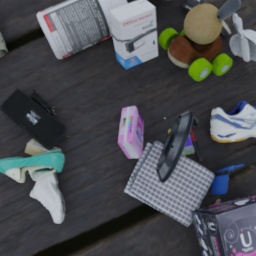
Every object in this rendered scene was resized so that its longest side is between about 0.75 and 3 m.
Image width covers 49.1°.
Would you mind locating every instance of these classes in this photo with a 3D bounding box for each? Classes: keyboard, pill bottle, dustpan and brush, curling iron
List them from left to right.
[{"bbox_3d":[-3.012,-0.365,9.324,2.402,0.476,1.250,38,78,13],"label":"keyboard"},{"bbox_3d":[-1.402,-3.527,9.256,2.764,1.574,1.574,-25,82,-5],"label":"pill bottle"},{"bbox_3d":[2.255,0.355,9.305,0.372,0.192,1.501,-14,81,43],"label":"curling iron"},{"bbox_3d":[3.631,-2.713,8.663,0.613,2.141,1.494,-41,42,-9],"label":"dustpan and brush"}]

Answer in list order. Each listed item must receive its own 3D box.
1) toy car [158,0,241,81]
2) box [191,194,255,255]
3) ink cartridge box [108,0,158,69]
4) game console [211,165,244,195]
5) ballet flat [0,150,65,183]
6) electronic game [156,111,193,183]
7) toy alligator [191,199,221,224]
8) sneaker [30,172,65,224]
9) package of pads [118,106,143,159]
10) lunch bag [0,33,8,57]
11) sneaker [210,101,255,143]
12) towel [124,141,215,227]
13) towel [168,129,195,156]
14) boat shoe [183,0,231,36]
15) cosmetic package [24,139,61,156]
[{"bbox_3d":[2.343,-3.008,8.383,1.903,2.412,1.982,-19,58,-30],"label":"toy car"},{"bbox_3d":[3.228,2.857,7.855,2.311,1.326,1.527,-9,81,-18],"label":"box"},{"bbox_3d":[0.193,-2.758,8.329,1.189,1.644,0.692,-26,51,-12],"label":"ink cartridge box"},{"bbox_3d":[3.050,1.604,8.654,0.914,1.071,0.633,-18,80,-13],"label":"game console"},{"bbox_3d":[-3.012,1.236,8.443,2.215,0.746,0.780,-10,61,3],"label":"ballet flat"},{"bbox_3d":[1.246,0.501,7.456,0.422,2.027,2.027,23,82,2],"label":"electronic game"},{"bbox_3d":[2.508,2.723,8.843,1.297,0.352,0.384,-32,126,-9],"label":"toy alligator"},{"bbox_3d":[-2.569,2.152,8.823,0.924,0.724,1.859,-19,72,-8],"label":"sneaker"},{"bbox_3d":[0.108,0.140,8.496,0.543,0.865,1.435,-10,48,17],"label":"package of pads"},{"bbox_3d":[-5.352,-3.030,9.360,2.150,1.264,1.763,-24,85,-7],"label":"lunch bag"},{"bbox_3d":[4.019,-0.287,8.928,2.761,1.039,1.217,-7,96,-2],"label":"sneaker"},{"bbox_3d":[1.273,1.685,8.682,2.297,0.983,1.902,30,82,-1],"label":"towel"},{"bbox_3d":[1.777,0.433,9.388,0.721,0.114,1.004,-13,82,-2],"label":"towel"},{"bbox_3d":[2.753,-3.875,9.844,1.982,0.720,0.621,45,119,-1],"label":"boat shoe"},{"bbox_3d":[-2.741,0.743,9.040,0.997,0.524,0.354,23,107,-4],"label":"cosmetic package"}]
